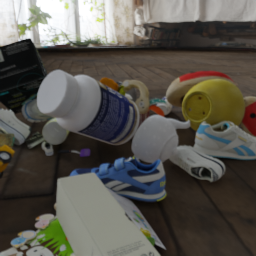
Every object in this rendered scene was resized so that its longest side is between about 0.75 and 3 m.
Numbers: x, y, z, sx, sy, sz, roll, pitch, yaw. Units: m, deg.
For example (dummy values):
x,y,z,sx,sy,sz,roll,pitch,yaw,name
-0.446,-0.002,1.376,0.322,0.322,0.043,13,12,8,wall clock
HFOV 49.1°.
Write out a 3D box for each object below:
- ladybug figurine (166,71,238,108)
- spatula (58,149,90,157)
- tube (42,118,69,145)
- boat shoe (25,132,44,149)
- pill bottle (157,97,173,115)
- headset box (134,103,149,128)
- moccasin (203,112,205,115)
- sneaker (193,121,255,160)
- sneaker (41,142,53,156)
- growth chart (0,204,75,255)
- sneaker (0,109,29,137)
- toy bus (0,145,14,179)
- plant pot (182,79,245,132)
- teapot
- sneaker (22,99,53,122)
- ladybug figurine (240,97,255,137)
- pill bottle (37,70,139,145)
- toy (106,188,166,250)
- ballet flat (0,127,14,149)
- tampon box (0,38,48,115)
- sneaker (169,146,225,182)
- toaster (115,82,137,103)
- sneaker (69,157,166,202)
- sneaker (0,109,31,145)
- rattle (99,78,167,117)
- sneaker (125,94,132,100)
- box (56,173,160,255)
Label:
x,y,z,sx,sy,sz,roll,pitch,yaw,name
2.902,-1.579,11.215,2.793,1.005,1.896,-5,-24,9,ladybug figurine
-1.638,0.729,8.446,0.981,0.101,0.277,3,49,-1,spatula
-2.390,-0.070,9.868,0.846,0.757,2.914,33,4,-12,tube
-2.961,0.320,9.208,0.372,0.335,1.052,-21,11,22,boat shoe
1.607,-0.935,12.284,0.643,0.643,1.157,7,22,18,pill bottle
-0.103,-0.456,10.888,1.847,0.713,1.374,-9,21,-18,headset box
2.936,-0.538,11.221,0.452,0.477,1.237,0,11,-2,moccasin
3.182,0.350,8.350,2.362,0.954,0.904,3,18,-11,sneaker
-2.515,0.562,8.757,0.319,0.309,0.873,-12,23,-26,sneaker
-1.255,2.137,4.693,1.865,0.229,2.577,8,20,18,growth chart
-4.135,-0.082,9.630,2.071,0.852,0.766,20,36,41,sneaker
-3.462,1.105,6.021,0.897,0.745,2.290,34,29,-6,toy bus
2.579,-0.653,9.177,2.016,2.016,1.431,16,12,37,plant pot
0.818,0.430,7.343,1.023,1.400,1.382,34,40,27,teapot
-2.403,-0.862,10.618,2.901,1.088,1.257,-21,7,-35,sneaker
4.365,-0.293,9.277,1.241,1.829,0.658,-25,-16,-14,ladybug figurine
-1.070,-0.544,8.050,1.592,1.592,2.867,18,-3,39,pill bottle
-0.012,1.742,5.283,0.878,0.360,1.525,37,-2,-31,toy
-4.217,0.056,8.006,2.057,0.727,0.727,22,22,0,ballet flat
-3.996,-1.821,10.514,1.885,1.587,2.515,-21,-9,-10,tampon box
1.689,0.942,7.394,1.610,0.615,0.648,17,32,38,sneaker
-0.621,-1.526,13.312,1.737,1.031,1.571,-10,22,-23,toaster
-0.215,1.038,6.267,2.189,0.900,0.809,4,14,0,sneaker
-3.904,-0.280,8.602,1.975,0.721,0.699,39,52,-8,sneaker
0.231,-1.104,9.478,1.299,1.425,1.995,-46,55,-12,rattle
-0.522,-1.554,11.878,0.695,1.090,1.885,-25,-6,27,sneaker
-0.462,1.706,4.536,0.771,0.927,2.255,-6,27,-30,box
